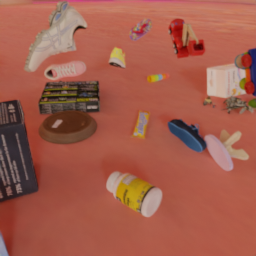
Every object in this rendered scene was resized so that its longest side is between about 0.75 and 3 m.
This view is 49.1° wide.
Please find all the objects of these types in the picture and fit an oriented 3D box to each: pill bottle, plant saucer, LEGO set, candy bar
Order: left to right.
[{"bbox_3d":[-2.241,-0.104,10.431,2.168,0.319,2.168,0,32,0],"label":"plant saucer"},{"bbox_3d":[0.118,1.618,7.091,1.331,0.748,0.748,21,37,34],"label":"pill bottle"},{"bbox_3d":[0.491,-0.125,10.551,0.501,0.223,2.009,5,32,8],"label":"candy bar"},{"bbox_3d":[4.241,-1.111,11.856,2.022,0.573,1.313,7,32,11],"label":"LEGO set"}]

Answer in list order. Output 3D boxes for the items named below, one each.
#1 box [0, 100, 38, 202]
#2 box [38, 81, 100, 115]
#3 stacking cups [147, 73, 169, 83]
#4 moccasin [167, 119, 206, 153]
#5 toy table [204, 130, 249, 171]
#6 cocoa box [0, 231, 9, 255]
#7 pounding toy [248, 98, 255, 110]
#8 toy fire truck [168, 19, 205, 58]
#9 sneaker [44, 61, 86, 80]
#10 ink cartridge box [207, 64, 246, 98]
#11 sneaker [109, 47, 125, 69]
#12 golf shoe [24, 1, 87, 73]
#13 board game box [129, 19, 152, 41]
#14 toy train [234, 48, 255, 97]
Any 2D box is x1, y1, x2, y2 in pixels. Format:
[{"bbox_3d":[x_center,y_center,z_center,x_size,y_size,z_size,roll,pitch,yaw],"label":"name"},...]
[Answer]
[{"bbox_3d":[-4.026,0.766,7.082,2.988,2.211,1.559,-12,32,-20],"label":"box"},{"bbox_3d":[-2.494,-1.397,12.350,2.503,0.595,2.417,-3,33,-6],"label":"box"},{"bbox_3d":[1.603,-2.638,14.711,1.265,0.383,0.383,-15,34,-32],"label":"stacking cups"},{"bbox_3d":[2.075,0.104,9.564,0.665,0.784,1.949,-24,38,-15],"label":"moccasin"},{"bbox_3d":[2.990,0.631,8.520,0.747,1.173,1.276,-22,64,-11],"label":"toy table"},{"bbox_3d":[-3.017,2.197,5.607,0.838,1.257,0.825,-21,37,-29],"label":"cocoa box"},{"bbox_3d":[5.552,-1.117,11.920,0.862,0.518,1.117,24,38,35],"label":"pounding toy"},{"bbox_3d":[1.516,-2.400,7.455,0.353,1.022,1.449,-10,75,-12],"label":"toy fire truck"},{"bbox_3d":[-3.367,-2.967,14.736,2.155,0.811,1.127,-3,25,10],"label":"sneaker"},{"bbox_3d":[4.546,-2.142,12.660,1.992,1.280,1.247,-14,19,-21],"label":"ink cartridge box"},{"bbox_3d":[-0.406,-3.047,12.119,0.713,0.823,1.823,11,7,-3],"label":"sneaker"},{"bbox_3d":[-2.465,-2.882,9.595,1.327,2.730,1.069,34,2,-21],"label":"golf shoe"},{"bbox_3d":[0.491,-4.408,12.348,1.176,0.229,0.929,-29,53,22],"label":"board game box"},{"bbox_3d":[2.446,-0.807,5.453,0.601,1.421,0.822,-11,10,-2],"label":"toy train"}]
